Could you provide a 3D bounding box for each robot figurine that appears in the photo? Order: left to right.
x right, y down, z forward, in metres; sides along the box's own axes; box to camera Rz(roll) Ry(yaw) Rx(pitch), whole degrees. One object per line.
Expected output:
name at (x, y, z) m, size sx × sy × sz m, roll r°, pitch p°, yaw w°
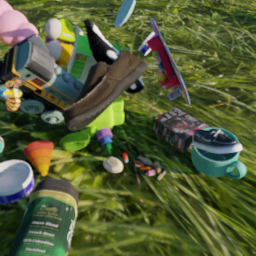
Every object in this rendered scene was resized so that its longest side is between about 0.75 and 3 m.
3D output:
robot figurine at (-1.386, -0.568, 10.534) m, size 2.416 × 1.398 × 2.120 m, roll -1°, pitch 68°, yaw -3°

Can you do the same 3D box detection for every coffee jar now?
coffee jar at (-1.915, 2.559, 6.382) m, size 1.186 × 1.450 × 2.780 m, roll 8°, pitch 38°, yaw -3°

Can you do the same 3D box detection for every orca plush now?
orca plush at (-0.611, -1.931, 8.298) m, size 1.388 × 2.638 × 0.938 m, roll 5°, pitch 46°, yaw 49°

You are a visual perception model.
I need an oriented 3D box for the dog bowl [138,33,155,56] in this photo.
dog bowl at (0.890, -3.591, 12.015) m, size 0.386 × 0.981 × 0.981 m, roll 41°, pitch 44°, yaw -4°

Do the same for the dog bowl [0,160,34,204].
dog bowl at (-3.534, 1.603, 8.420) m, size 1.309 × 0.516 × 1.309 m, roll 0°, pitch 37°, yaw 0°

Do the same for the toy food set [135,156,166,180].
toy food set at (0.669, 1.273, 9.140) m, size 1.092 × 0.172 × 0.694 m, roll 22°, pitch 42°, yaw 26°

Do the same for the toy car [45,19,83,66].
toy car at (-2.814, -3.479, 11.562) m, size 1.396 × 1.861 × 1.629 m, roll 4°, pitch 5°, yaw 40°

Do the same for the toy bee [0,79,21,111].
toy bee at (-2.824, -0.917, 6.746) m, size 0.519 × 0.955 × 0.625 m, roll -23°, pitch 17°, yaw 10°

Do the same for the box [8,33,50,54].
box at (-2.829, -2.204, 8.023) m, size 0.896 × 0.663 × 0.467 m, roll -13°, pitch 35°, yaw 32°

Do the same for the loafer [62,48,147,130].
loafer at (-0.726, -1.072, 7.304) m, size 1.061 × 1.085 × 2.973 m, roll 46°, pitch 56°, yaw -4°

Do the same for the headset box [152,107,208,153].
headset box at (1.956, 0.073, 10.308) m, size 1.315 × 0.663 × 1.769 m, roll -26°, pitch 44°, yaw -30°

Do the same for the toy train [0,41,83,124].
toy train at (-2.347, -1.138, 7.917) m, size 1.677 × 2.942 × 1.254 m, roll -20°, pitch 57°, yaw 27°

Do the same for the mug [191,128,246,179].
mug at (2.722, 0.949, 8.782) m, size 1.398 × 1.052 × 1.702 m, roll -4°, pitch 47°, yaw 3°

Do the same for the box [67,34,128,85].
box at (-1.178, -2.355, 10.420) m, size 1.906 × 1.682 × 0.922 m, roll 11°, pitch 57°, yaw -19°

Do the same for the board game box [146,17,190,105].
board game box at (1.048, -1.943, 8.716) m, size 0.568 × 2.306 × 2.919 m, roll -25°, pitch 80°, yaw 9°

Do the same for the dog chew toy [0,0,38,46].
dog chew toy at (-4.022, -3.418, 9.435) m, size 2.188 × 1.362 × 1.362 m, roll 29°, pitch 42°, yaw 3°

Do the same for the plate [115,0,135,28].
plate at (-0.073, -4.504, 10.735) m, size 0.188 × 1.472 × 1.472 m, roll 21°, pitch 30°, yaw -25°

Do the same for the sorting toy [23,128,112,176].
sorting toy at (-1.875, 0.853, 9.320) m, size 2.977 × 1.032 × 1.025 m, roll -14°, pitch 62°, yaw -14°

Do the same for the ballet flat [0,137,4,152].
ballet flat at (-3.510, -0.047, 5.433) m, size 0.757 × 2.251 × 0.766 m, roll 26°, pitch 74°, yaw 42°

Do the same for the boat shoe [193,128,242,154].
boat shoe at (2.242, 0.288, 7.252) m, size 0.584 × 0.552 × 1.628 m, roll -12°, pitch 9°, yaw -18°

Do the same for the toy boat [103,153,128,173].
toy boat at (-0.340, 1.170, 9.162) m, size 0.861 × 0.400 × 0.724 m, roll -33°, pitch 43°, yaw -25°
